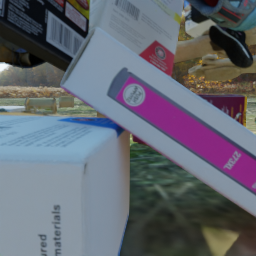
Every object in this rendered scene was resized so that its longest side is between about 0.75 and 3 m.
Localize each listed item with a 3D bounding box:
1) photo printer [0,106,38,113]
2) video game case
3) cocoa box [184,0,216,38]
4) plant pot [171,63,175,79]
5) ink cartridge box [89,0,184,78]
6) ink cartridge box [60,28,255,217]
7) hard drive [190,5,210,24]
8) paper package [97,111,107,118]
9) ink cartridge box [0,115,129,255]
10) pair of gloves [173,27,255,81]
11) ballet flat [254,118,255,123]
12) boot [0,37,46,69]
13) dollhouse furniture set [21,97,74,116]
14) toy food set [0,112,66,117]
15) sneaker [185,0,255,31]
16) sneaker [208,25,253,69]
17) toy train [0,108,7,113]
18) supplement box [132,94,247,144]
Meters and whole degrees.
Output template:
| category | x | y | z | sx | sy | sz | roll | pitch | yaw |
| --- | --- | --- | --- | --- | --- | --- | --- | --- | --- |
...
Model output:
| category | x | y | z | sx | sy | sz | roll | pitch | yaw |
| --- | --- | --- | --- | --- | --- | --- | --- | --- | --- |
| photo printer | -4.106 | -0.505 | 9.947 | 1.429 | 0.496 | 1.189 | 4 | 10 | 33 |
| video game case | -1.439 | -2.420 | 4.144 | 0.359 | 2.542 | 2.813 | -3 | -10 | 25 |
| cocoa box | 3.011 | -3.579 | 9.109 | 2.079 | 1.365 | 1.387 | 14 | -22 | -37 |
| plant pot | 1.288 | -2.332 | 10.329 | 0.983 | 0.973 | 0.983 | 1 | 20 | -1 |
| ink cartridge box | 0.144 | -2.801 | 6.817 | 2.151 | 2.964 | 1.236 | 25 | -21 | -34 |
| ink cartridge box | 0.781 | 0.206 | 2.081 | 2.484 | 0.461 | 1.176 | 32 | 8 | 0 |
| hard drive | 2.246 | -3.280 | 5.760 | 0.367 | 1.558 | 2.233 | 4 | -4 | -38 |
| paper package | -0.049 | -0.844 | 10.638 | 1.843 | 1.000 | 1.933 | -4 | 8 | -31 |
| ink cartridge box | -1.060 | 0.380 | 1.735 | 2.028 | 0.855 | 1.480 | 1 | 7 | 7 |
| pair of gloves | 2.593 | -2.059 | 7.841 | 2.387 | 0.492 | 2.807 | -8 | -17 | 30 |
| ballet flat | 4.832 | -0.411 | 8.289 | 0.796 | 0.796 | 2.214 | -5 | 8 | -32 |
| boot | -3.325 | -2.151 | 7.968 | 1.112 | 0.857 | 2.294 | 25 | 34 | 38 |
| dollhouse furniture set | -2.432 | -0.306 | 8.637 | 1.475 | 0.820 | 1.304 | -1 | 32 | -8 |
| toy food set | -2.272 | 0.026 | 6.367 | 1.860 | 0.541 | 2.695 | 15 | 10 | 39 |
| sneaker | 1.133 | -2.846 | 4.645 | 1.371 | 2.871 | 1.138 | -12 | -29 | -35 |
| sneaker | 1.976 | -1.561 | 5.044 | 0.501 | 1.145 | 0.434 | -21 | -33 | -9 |
| toy train | -4.234 | -0.354 | 8.854 | 0.906 | 0.516 | 0.386 | 3 | -25 | -15 |
| supplement box | 1.327 | -0.220 | 5.885 | 2.274 | 0.974 | 1.255 | -6 | 9 | -38 |
